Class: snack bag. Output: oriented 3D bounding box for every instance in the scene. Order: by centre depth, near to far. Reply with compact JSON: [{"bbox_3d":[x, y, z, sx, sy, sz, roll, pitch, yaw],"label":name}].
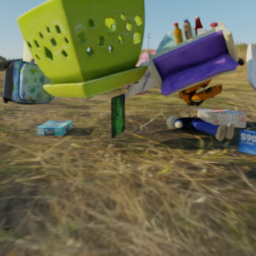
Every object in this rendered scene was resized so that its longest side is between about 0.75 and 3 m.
[{"bbox_3d":[0.789,-1.913,10.263,1.855,1.749,0.199,-28,67,-40],"label":"snack bag"}]

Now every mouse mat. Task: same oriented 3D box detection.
[{"bbox_3d":[-0.226,-0.288,6.471,0.035,0.938,0.754,8,19,21],"label":"mouse mat"}]

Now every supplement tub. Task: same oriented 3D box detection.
[{"bbox_3d":[-2.811,-2.666,10.443,2.080,2.869,2.080,12,44,-12],"label":"supplement tub"}]

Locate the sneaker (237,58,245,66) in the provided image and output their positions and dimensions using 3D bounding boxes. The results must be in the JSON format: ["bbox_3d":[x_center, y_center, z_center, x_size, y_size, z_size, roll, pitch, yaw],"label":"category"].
[{"bbox_3d":[3.995,-2.599,11.052,1.226,0.640,0.368,28,-7,-17],"label":"sneaker"}]

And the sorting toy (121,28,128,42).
[{"bbox_3d":[-0.078,-3.413,11.615,0.308,2.096,1.549,3,36,-14],"label":"sorting toy"}]

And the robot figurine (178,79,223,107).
[{"bbox_3d":[2.362,-1.285,9.527,1.543,1.118,0.449,-17,31,53],"label":"robot figurine"}]

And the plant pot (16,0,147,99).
[{"bbox_3d":[-1.096,-2.178,7.707,2.602,2.373,2.615,-24,20,-37],"label":"plant pot"}]

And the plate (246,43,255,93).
[{"bbox_3d":[4.425,-1.897,9.732,0.252,1.558,1.555,-8,-23,38],"label":"plate"}]

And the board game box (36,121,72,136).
[{"bbox_3d":[-2.943,0.003,11.339,1.021,0.317,1.353,1,13,5],"label":"board game box"}]

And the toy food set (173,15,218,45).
[{"bbox_3d":[2.467,-3.469,9.767,1.681,0.757,0.803,4,43,31],"label":"toy food set"}]

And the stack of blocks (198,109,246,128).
[{"bbox_3d":[4.203,-0.451,12.745,2.015,0.590,1.160,3,13,13],"label":"stack of blocks"}]

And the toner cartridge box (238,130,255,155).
[{"bbox_3d":[4.014,0.504,8.305,0.301,0.662,1.393,-12,17,-41],"label":"toner cartridge box"}]

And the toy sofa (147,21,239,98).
[{"bbox_3d":[1.621,-1.706,7.140,2.135,0.884,1.042,-19,42,19],"label":"toy sofa"}]

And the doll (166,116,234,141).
[{"bbox_3d":[2.573,-0.095,10.946,1.884,0.669,2.761,-5,13,-38],"label":"doll"}]

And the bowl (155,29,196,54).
[{"bbox_3d":[2.015,-3.016,11.560,1.350,2.582,2.582,33,23,16],"label":"bowl"}]

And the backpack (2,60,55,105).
[{"bbox_3d":[-3.034,-1.399,8.968,1.117,1.391,1.520,10,6,39],"label":"backpack"}]

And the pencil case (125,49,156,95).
[{"bbox_3d":[0.760,-2.536,12.546,1.070,1.118,2.585,-29,21,43],"label":"pencil case"}]
